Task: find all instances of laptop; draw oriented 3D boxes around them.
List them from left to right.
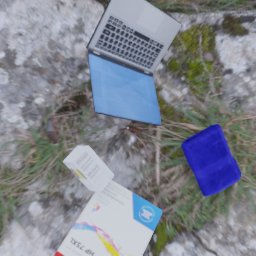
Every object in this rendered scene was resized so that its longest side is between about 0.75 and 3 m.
[{"bbox_3d":[0.355,-1.648,7.065,1.497,2.418,2.582,50,117,38],"label":"laptop"}]

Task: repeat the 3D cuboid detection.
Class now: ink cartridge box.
[{"bbox_3d":[-0.621,2.905,6.622,1.719,0.995,2.959,29,58,7],"label":"ink cartridge box"}]

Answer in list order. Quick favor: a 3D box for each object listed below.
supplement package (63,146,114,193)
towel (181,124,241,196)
[{"bbox_3d":[-0.911,0.941,6.501,0.998,0.568,0.547,52,60,-21],"label":"supplement package"},{"bbox_3d":[2.274,0.881,7.511,1.252,0.420,1.696,-29,100,-10],"label":"towel"}]
